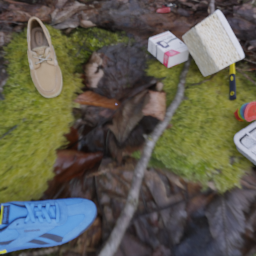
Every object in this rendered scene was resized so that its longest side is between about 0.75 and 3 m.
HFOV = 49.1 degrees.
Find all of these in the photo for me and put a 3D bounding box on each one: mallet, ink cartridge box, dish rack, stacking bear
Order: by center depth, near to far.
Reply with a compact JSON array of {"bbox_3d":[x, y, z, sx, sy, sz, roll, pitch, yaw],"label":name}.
[{"bbox_3d":[4.369,0.541,7.963,2.331,0.508,2.001,-29,53,-22],"label":"dish rack"},{"bbox_3d":[3.608,-0.448,8.551,0.621,1.022,0.581,-1,87,-5],"label":"stacking bear"},{"bbox_3d":[3.837,-1.992,10.000,0.782,0.489,2.376,-18,49,28],"label":"mallet"},{"bbox_3d":[1.551,-3.062,10.901,0.990,0.576,1.367,-25,55,-19],"label":"ink cartridge box"}]

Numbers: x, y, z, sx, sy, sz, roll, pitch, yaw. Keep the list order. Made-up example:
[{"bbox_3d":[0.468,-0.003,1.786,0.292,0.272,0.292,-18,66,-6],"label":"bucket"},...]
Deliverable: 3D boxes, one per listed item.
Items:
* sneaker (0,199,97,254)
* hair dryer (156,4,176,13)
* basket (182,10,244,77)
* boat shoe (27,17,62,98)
[{"bbox_3d":[-2.152,2.104,6.340,2.896,1.135,0.955,-10,49,-10],"label":"sneaker"},{"bbox_3d":[1.730,-5.644,13.297,0.992,0.269,0.755,-33,40,-29],"label":"hair dryer"},{"bbox_3d":[2.892,-2.858,9.769,1.137,1.249,1.843,-32,96,-12],"label":"basket"},{"bbox_3d":[-3.008,-2.418,9.664,1.018,0.921,2.856,-16,76,-8],"label":"boat shoe"}]
